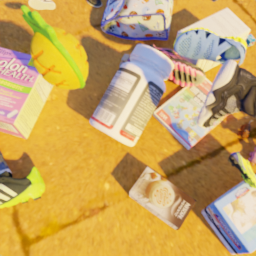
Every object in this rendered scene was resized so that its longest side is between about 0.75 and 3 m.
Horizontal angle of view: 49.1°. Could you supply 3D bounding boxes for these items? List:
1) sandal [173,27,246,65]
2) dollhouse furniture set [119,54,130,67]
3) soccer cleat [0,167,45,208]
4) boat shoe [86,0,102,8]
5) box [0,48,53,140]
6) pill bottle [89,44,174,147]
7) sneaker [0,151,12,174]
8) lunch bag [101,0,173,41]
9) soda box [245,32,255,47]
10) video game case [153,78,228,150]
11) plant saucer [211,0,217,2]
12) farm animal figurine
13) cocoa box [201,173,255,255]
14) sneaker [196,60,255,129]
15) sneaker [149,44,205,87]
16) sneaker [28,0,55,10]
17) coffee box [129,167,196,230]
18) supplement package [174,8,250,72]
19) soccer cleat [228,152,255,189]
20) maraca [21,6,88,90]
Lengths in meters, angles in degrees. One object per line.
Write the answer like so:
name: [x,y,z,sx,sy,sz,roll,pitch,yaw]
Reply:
sandal: [2.485,-2.308,8.212,2.299,0.914,1.001,4,42,-4]
dollhouse furniture set: [0.443,-1.796,10.213,1.411,1.332,0.921,17,66,20]
soccer cleat: [-4.043,2.014,8.647,2.816,0.951,1.141,-16,82,-15]
boat shoe: [-1.683,-6.001,12.601,0.534,0.474,1.428,-31,69,-13]
box: [-4.311,-1.297,9.996,2.375,1.305,2.700,16,66,7]
pill bottle: [0.162,-1.048,9.205,1.705,1.705,2.994,30,90,13]
sneaker: [-4.885,1.316,9.072,1.763,0.670,1.274,-24,80,-21]
lunch bag: [0.352,-4.940,11.512,2.737,1.695,2.327,4,65,16]
soda box: [4.897,-3.849,11.706,0.300,0.318,0.936,-23,67,-10]
video game case: [2.470,-0.652,10.301,2.589,0.226,1.851,-38,71,-16]
plant saucer: [2.263,-4.343,8.799,1.299,0.454,0.123,27,106,-8]
farm animal figurine: [4.794,0.394,9.388,1.917,1.011,1.938,-28,69,-12]
cocoa box: [3.646,2.372,8.202,2.316,1.520,1.545,-29,69,-13]
sneaker: [2.482,-0.490,6.648,1.306,2.295,0.866,26,61,13]
sneaker: [1.696,-2.497,10.654,2.737,1.081,1.305,23,59,16]
sneaker: [-2.897,-4.152,9.395,0.853,0.334,0.339,0,38,-23]
coffee box: [1.049,2.194,8.727,1.812,0.722,1.036,33,70,14]
supplement package: [3.148,-3.258,10.837,2.381,1.397,1.392,-29,69,-12]
soccer cleat: [3.270,1.137,7.744,0.476,0.368,1.139,-25,66,-20]
maraca: [-1.947,-2.030,7.457,1.756,2.561,1.370,32,71,35]
